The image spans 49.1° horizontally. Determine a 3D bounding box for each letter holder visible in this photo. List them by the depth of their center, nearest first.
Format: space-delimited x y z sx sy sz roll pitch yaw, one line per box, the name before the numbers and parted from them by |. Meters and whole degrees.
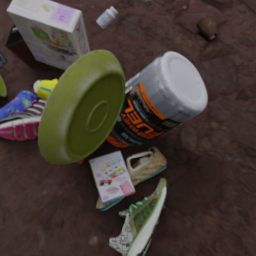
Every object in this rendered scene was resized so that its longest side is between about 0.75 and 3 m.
letter holder | -2.927 -3.086 9.985 2.119 1.506 1.066 -11 58 24

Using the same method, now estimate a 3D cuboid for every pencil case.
pencil case | -3.721 -0.487 9.038 0.717 0.798 1.837 2 42 49

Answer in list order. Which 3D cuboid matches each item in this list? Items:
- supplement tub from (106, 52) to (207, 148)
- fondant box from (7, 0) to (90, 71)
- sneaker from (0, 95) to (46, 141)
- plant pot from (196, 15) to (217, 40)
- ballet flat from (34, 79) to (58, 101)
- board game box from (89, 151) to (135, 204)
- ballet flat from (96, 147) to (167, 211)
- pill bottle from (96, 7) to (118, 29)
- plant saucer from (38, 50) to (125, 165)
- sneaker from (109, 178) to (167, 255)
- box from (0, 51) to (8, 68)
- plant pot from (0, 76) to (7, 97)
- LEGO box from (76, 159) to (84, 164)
supplement tub | 0.527 -0.592 7.623 1.741 2.843 1.741 22 52 -32
fondant box | -1.981 -2.421 7.646 1.680 2.328 0.678 20 76 4
sneaker | -2.801 -0.499 8.830 2.677 0.987 1.171 -22 65 -23
plant pot | 3.422 -4.172 11.867 0.786 0.786 0.841 -15 70 -11
ballet flat | -1.528 -0.722 5.305 0.498 1.487 0.497 14 92 -18
board game box | -0.423 1.230 7.036 0.861 0.227 1.125 -15 67 -13
ballet flat | 0.001 1.275 7.650 2.404 0.848 0.785 -32 101 -29
pill bottle | -0.735 -3.899 9.918 0.752 0.409 0.409 -41 56 15
plant saucer | -0.619 -0.245 4.757 0.329 2.119 2.119 27 58 19
sneaker | 0.290 2.156 7.036 1.044 0.906 2.355 20 54 19
box | -4.024 -1.932 7.602 0.544 1.044 0.951 1 47 29
plant pot | -5.554 -1.525 9.245 2.051 2.160 2.160 -28 57 -4
LEGO box | -1.208 -0.320 7.354 0.871 1.681 2.257 25 10 -12
